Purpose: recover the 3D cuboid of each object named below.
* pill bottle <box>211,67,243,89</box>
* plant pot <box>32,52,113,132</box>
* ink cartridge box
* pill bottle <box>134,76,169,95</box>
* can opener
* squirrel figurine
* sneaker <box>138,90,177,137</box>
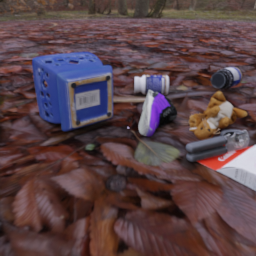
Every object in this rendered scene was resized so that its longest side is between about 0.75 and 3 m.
[{"bbox_3d":[4.608,-2.327,13.176,0.949,0.949,1.696,23,29,38],"label":"pill bottle"},{"bbox_3d":[-1.848,-1.296,10.133,2.381,2.380,2.140,-17,33,-33],"label":"plant pot"},{"bbox_3d":[3.381,0.842,7.930,1.923,0.675,2.366,-22,38,-36],"label":"ink cartridge box"},{"bbox_3d":[1.086,-2.014,13.202,1.574,0.911,0.911,1,27,1],"label":"pill bottle"},{"bbox_3d":[2.682,0.493,8.523,2.177,0.581,0.728,-11,17,-15],"label":"can opener"},{"bbox_3d":[2.720,-0.151,9.282,1.549,1.174,1.660,-51,5,-14],"label":"squirrel figurine"},{"bbox_3d":[1.180,-0.517,10.247,1.299,0.908,2.611,18,36,-3],"label":"sneaker"}]
